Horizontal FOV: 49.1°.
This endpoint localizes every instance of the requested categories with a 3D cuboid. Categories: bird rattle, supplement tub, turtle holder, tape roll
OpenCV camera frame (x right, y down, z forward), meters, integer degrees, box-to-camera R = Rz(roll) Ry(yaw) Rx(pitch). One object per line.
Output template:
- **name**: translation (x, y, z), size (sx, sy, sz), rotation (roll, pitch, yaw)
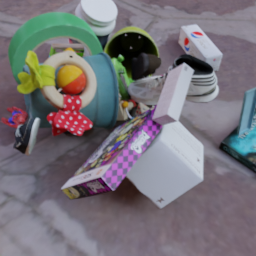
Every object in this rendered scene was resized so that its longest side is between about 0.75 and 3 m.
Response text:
- **bird rattle**: translation (-1.486, -0.945, 6.681), size (2.201, 1.240, 1.795), rotation (47, 64, -9)
- **supplement tub**: translation (-1.272, -3.515, 9.850), size (1.390, 1.981, 1.390), rotation (9, 63, -19)
- **turtle holder**: translation (-0.584, -1.602, 9.181), size (1.298, 1.388, 1.827), rotation (-22, 58, 13)
- **tape roll**: translation (-2.230, -2.168, 8.876), size (2.847, 2.847, 0.684), rotation (-18, 57, -15)

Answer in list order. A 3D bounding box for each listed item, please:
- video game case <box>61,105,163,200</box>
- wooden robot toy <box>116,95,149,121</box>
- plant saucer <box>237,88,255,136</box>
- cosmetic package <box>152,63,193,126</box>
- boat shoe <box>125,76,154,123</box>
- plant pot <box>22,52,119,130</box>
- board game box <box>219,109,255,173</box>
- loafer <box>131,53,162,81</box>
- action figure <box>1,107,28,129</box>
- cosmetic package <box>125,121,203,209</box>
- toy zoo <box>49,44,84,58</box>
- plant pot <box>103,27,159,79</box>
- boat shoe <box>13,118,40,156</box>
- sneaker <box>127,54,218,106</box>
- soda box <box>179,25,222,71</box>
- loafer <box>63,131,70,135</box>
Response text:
- **video game case**: translation (-0.313, 0.594, 6.734), size (0.444, 2.246, 2.478), rotation (48, 55, -10)
- **wooden robot toy**: translation (-0.414, -0.757, 8.145), size (2.131, 0.967, 0.939), rotation (-1, 36, 31)
- **plant saucer**: translation (3.447, -0.468, 8.099), size (0.522, 1.493, 0.142), rotation (-23, 41, -22)
- **cosmetic package**: translation (1.008, -0.735, 6.233), size (0.342, 0.558, 1.352), rotation (31, 67, -24)
- **boat shoe**: translation (0.348, -0.693, 9.128), size (1.056, 0.883, 2.956), rotation (-17, 38, 31)
- **plant pot**: translation (-1.762, -0.984, 8.162), size (2.302, 2.350, 2.350), rotation (-7, 48, -23)
- **board game box**: translation (4.398, 0.313, 8.821), size (2.672, 0.376, 1.807), rotation (-37, 58, -27)
- **loafer**: translation (0.489, -1.653, 7.848), size (0.637, 0.652, 1.787), rotation (0, 7, -10)
- **action figure**: translation (-3.302, -0.293, 8.123), size (1.764, 0.456, 0.577), rotation (11, 68, 52)
- **cosmetic package**: translation (0.922, 0.769, 7.103), size (1.414, 1.405, 1.689), rotation (44, 28, -8)
- **toy zoo**: translation (-2.201, -2.105, 9.889), size (1.315, 2.004, 0.205), rotation (-10, 58, -32)
- **plant pot**: translation (0.131, -3.108, 10.928), size (2.025, 2.025, 2.164), rotation (1, 36, 1)
- **boat shoe**: translation (-2.695, 0.230, 7.291), size (0.546, 1.810, 0.684), rotation (23, 53, -13)
- **sneaker**: translation (1.097, -1.429, 7.791), size (2.655, 1.528, 1.002), rotation (0, 60, 20)
- **soda box**: translation (2.951, -3.328, 11.678), size (0.762, 0.815, 2.393), rotation (-13, 50, -11)
- **loafer**: translation (-2.305, -0.556, 9.398), size (0.616, 0.637, 1.814), rotation (-25, 54, -20)
